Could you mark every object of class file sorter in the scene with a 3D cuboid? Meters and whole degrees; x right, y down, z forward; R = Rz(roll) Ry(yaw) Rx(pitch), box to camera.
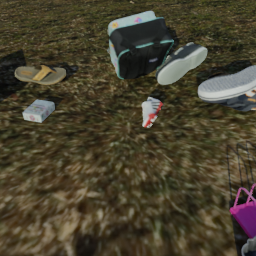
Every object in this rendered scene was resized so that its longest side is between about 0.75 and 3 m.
[{"bbox_3d":[2.623,1.394,4.918,1.213,0.761,0.843,-11,37,-14],"label":"file sorter"}]

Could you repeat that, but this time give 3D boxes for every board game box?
[{"bbox_3d":[-2.526,-0.492,7.968,0.557,0.243,0.755,10,36,14],"label":"board game box"}]

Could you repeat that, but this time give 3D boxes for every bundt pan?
[{"bbox_3d":[2.178,2.159,4.186,1.024,0.384,1.024,-1,36,0],"label":"bundt pan"}]

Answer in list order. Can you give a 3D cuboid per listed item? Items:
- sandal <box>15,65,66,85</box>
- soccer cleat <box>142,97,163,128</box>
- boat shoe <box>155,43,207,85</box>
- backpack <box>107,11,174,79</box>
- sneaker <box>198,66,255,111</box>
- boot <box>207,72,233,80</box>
[{"bbox_3d":[-2.987,-1.864,9.435,1.755,0.474,0.705,5,62,2],"label":"sandal"},{"bbox_3d":[0.544,-0.434,7.418,0.514,0.414,1.206,31,42,4],"label":"soccer cleat"},{"bbox_3d":[1.723,-2.255,9.697,2.357,0.891,0.711,-30,56,-29],"label":"boat shoe"},{"bbox_3d":[0.300,-2.565,9.080,1.882,2.141,1.642,-20,71,-7],"label":"backpack"},{"bbox_3d":[3.025,-0.917,7.636,2.665,1.058,1.045,-19,30,-25],"label":"sneaker"},{"bbox_3d":[3.231,-1.396,8.683,1.999,0.754,0.736,-16,17,-27],"label":"boot"}]
